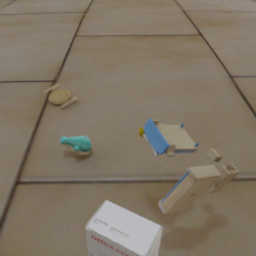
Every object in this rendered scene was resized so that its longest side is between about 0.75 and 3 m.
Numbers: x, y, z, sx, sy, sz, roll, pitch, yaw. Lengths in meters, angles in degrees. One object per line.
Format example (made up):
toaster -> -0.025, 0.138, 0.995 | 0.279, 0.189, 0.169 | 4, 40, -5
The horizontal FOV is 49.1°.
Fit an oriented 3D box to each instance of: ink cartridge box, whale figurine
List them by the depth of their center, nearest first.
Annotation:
ink cartridge box -> -0.095, 2.564, 5.790 | 1.324, 1.822, 0.797 | 18, 41, 22
whale figurine -> -1.705, 0.478, 9.208 | 1.059, 0.550, 0.843 | 22, 20, -16

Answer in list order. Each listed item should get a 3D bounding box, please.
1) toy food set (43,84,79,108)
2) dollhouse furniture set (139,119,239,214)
toy food set -> -2.906, -1.297, 12.057 | 1.011, 0.294, 1.465 | -36, 56, -28
dollhouse furniture set -> 1.174, 0.775, 6.601 | 1.760, 1.216, 1.864 | 2, 43, -40
